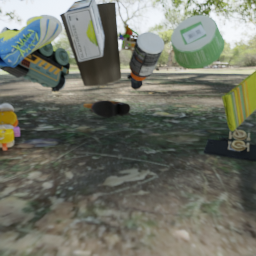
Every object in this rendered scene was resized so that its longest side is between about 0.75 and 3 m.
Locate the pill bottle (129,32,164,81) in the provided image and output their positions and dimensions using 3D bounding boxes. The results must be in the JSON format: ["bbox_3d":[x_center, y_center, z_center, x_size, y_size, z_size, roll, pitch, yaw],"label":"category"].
[{"bbox_3d":[0.674,-2.882,11.799,1.135,1.135,2.138,-4,-24,-15],"label":"pill bottle"}]

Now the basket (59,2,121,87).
[{"bbox_3d":[-1.345,-3.264,11.303,2.593,2.876,1.956,8,26,42],"label":"basket"}]

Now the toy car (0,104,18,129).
[{"bbox_3d":[-4.773,-0.232,10.378,1.303,1.141,0.977,-3,-20,-10],"label":"toy car"}]

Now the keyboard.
[{"bbox_3d":[3.140,0.679,8.223,1.678,0.332,0.873,9,40,26],"label":"keyboard"}]

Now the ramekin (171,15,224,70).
[{"bbox_3d":[2.974,-3.806,12.291,2.262,2.262,1.105,9,-20,31],"label":"ramekin"}]

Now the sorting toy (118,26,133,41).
[{"bbox_3d":[-0.134,-3.748,11.002,0.382,0.380,1.103,0,30,25],"label":"sorting toy"}]

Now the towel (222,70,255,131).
[{"bbox_3d":[3.120,-0.878,7.131,2.255,0.971,0.204,-36,31,-30],"label":"towel"}]

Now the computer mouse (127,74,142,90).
[{"bbox_3d":[0.358,-2.335,13.548,0.886,0.337,1.280,-12,42,7],"label":"computer mouse"}]

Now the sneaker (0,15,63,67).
[{"bbox_3d":[-2.721,-2.173,7.477,2.184,1.147,0.827,-13,-33,24],"label":"sneaker"}]

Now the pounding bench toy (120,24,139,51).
[{"bbox_3d":[0.229,-4.186,13.065,0.915,1.173,0.728,4,14,-15],"label":"pounding bench toy"}]

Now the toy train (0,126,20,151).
[{"bbox_3d":[-4.362,0.429,8.242,1.945,0.720,2.589,0,11,7],"label":"toy train"}]

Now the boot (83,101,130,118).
[{"bbox_3d":[-1.463,-1.118,13.925,2.236,0.813,2.375,-14,19,-42],"label":"boot"}]

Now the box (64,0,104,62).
[{"bbox_3d":[-1.280,-3.149,8.764,0.735,1.425,2.443,-11,30,3],"label":"box"}]

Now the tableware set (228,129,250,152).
[{"bbox_3d":[3.268,0.332,8.238,0.592,0.179,0.896,4,38,23],"label":"tableware set"}]

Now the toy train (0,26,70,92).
[{"bbox_3d":[-3.204,-2.310,9.726,1.179,1.577,2.767,-2,-17,36],"label":"toy train"}]
